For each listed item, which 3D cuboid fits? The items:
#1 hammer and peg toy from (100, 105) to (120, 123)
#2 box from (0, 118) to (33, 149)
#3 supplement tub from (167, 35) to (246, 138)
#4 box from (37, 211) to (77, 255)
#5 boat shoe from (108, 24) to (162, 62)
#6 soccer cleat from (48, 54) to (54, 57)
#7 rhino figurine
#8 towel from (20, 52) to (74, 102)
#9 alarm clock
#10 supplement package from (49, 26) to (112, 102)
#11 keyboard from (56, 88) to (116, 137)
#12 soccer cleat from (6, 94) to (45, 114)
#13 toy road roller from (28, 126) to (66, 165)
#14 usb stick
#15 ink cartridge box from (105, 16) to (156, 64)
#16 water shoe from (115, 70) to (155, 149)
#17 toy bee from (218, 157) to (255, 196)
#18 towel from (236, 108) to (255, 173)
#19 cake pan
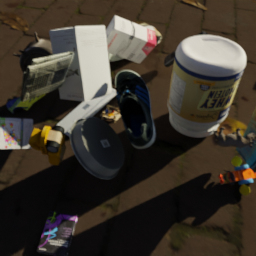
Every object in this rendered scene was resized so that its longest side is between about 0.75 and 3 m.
[{"bbox_3d":[-0.531,-0.458,9.056,0.578,0.277,0.785,16,29,10],"label":"hammer and peg toy"},{"bbox_3d":[-2.984,0.145,7.169,1.012,0.789,0.208,3,0,-34],"label":"box"},{"bbox_3d":[2.139,-1.140,8.143,1.843,2.552,1.843,1,44,-1],"label":"supplement tub"},{"bbox_3d":[-1.678,2.528,6.710,0.708,0.179,0.990,6,51,3],"label":"box"},{"bbox_3d":[0.190,-3.343,11.077,0.947,1.034,2.768,35,58,30],"label":"boat shoe"},{"bbox_3d":[-2.168,-1.585,7.353,0.476,1.409,0.571,-28,85,-32],"label":"soccer cleat"},{"bbox_3d":[2.084,0.215,5.378,0.849,0.254,0.371,3,58,6],"label":"rhino figurine"},{"bbox_3d":[-1.925,-1.202,6.523,0.217,1.208,1.255,49,48,9],"label":"towel"},{"bbox_3d":[-2.577,-1.904,9.131,1.455,2.156,0.718,-31,34,29],"label":"alarm clock"},{"bbox_3d":[-1.299,-1.803,7.843,1.116,1.909,1.120,9,23,38],"label":"supplement package"},{"bbox_3d":[-1.328,-0.646,9.301,0.669,0.127,2.377,29,59,26],"label":"keyboard"},{"bbox_3d":[-3.402,-0.889,9.498,1.375,0.445,0.575,-26,85,-26],"label":"soccer cleat"},{"bbox_3d":[-1.914,0.379,6.665,0.738,1.010,0.621,9,53,-1],"label":"toy road roller"},{"bbox_3d":[2.020,-2.767,10.007,0.320,1.961,0.544,30,58,-25],"label":"usb stick"},{"bbox_3d":[-0.015,-3.063,9.872,1.619,1.172,0.683,13,61,-24],"label":"ink cartridge box"},{"bbox_3d":[0.149,-0.693,7.155,0.879,0.970,2.458,-20,61,6],"label":"water shoe"},{"bbox_3d":[2.859,1.236,7.468,1.496,0.813,0.979,21,63,-22],"label":"toy bee"},{"bbox_3d":[3.330,-0.138,6.956,0.236,2.172,1.592,18,18,3],"label":"towel"},{"bbox_3d":[-0.710,0.446,7.129,0.319,1.738,1.738,-33,43,28],"label":"cake pan"}]
